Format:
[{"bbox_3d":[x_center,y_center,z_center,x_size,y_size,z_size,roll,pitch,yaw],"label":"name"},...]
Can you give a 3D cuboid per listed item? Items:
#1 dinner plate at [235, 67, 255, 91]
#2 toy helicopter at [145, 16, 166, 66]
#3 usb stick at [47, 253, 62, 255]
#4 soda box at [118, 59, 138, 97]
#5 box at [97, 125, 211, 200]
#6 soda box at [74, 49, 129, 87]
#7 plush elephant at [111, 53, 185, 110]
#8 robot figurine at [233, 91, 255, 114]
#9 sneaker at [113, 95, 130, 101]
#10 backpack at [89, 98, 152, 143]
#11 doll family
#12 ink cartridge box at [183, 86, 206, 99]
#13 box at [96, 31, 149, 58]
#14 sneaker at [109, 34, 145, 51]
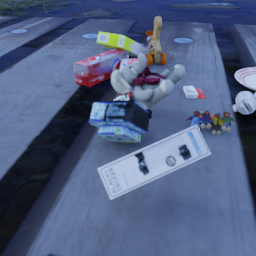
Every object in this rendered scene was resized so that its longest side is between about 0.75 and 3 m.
[{"bbox_3d":[5.520,-1.776,10.870,2.672,0.324,2.672,0,33,0],"label":"dinner plate"},{"bbox_3d":[1.226,-3.977,12.559,0.873,2.213,1.464,-6,51,-8],"label":"toy helicopter"},{"bbox_3d":[-0.053,2.466,4.054,2.859,0.466,0.793,7,40,11],"label":"usb stick"},{"bbox_3d":[0.057,-1.986,10.793,0.780,0.706,2.228,-2,32,4],"label":"soda box"},{"bbox_3d":[0.423,0.668,5.346,1.960,0.589,1.143,-24,-7,-6],"label":"box"},{"bbox_3d":[-1.024,-2.504,11.474,0.790,0.872,2.490,20,37,35],"label":"soda box"},{"bbox_3d":[0.463,-1.472,8.363,1.535,1.983,1.633,46,47,-5],"label":"plush elephant"},{"bbox_3d":[3.716,-0.810,8.844,0.861,0.573,1.015,-30,15,27],"label":"robot figurine"},{"bbox_3d":[-0.227,-0.731,9.176,0.569,0.428,1.216,-6,28,8],"label":"sneaker"},{"bbox_3d":[-0.285,-0.169,7.348,1.410,1.036,1.290,7,-9,31],"label":"backpack"},{"bbox_3d":[2.388,-0.217,8.196,1.340,0.526,0.775,11,53,7],"label":"doll family"},{"bbox_3d":[2.441,-1.324,10.290,0.684,0.174,0.777,-2,33,-1],"label":"ink cartridge box"},{"bbox_3d":[-0.160,-3.798,13.074,1.492,0.583,2.447,20,9,29],"label":"box"},{"bbox_3d":[-0.082,-4.463,14.613,1.912,0.837,0.711,0,32,1],"label":"sneaker"}]
